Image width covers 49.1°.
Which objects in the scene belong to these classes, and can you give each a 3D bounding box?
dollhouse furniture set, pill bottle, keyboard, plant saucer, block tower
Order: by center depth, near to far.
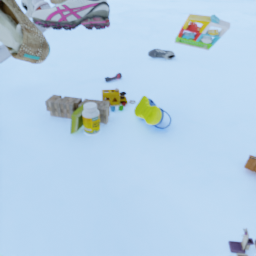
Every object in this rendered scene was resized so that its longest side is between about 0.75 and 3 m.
[{"bbox_3d":[2.218,2.212,4.986,0.617,0.552,0.778,3,32,5],"label":"dollhouse furniture set"},{"bbox_3d":[-1.136,-0.289,8.624,0.528,0.936,0.528,0,32,0],"label":"pill bottle"},{"bbox_3d":[-1.526,-0.260,8.781,0.184,0.767,0.768,20,36,11],"label":"plant saucer"},{"bbox_3d":[-2.791,-3.861,9.398,0.549,0.979,0.549,-31,5,3],"label":"pill bottle"},{"bbox_3d":[-1.662,-0.647,9.525,2.188,0.591,0.633,9,34,14],"label":"block tower"},{"bbox_3d":[-3.574,-3.408,10.165,2.947,0.157,0.829,-35,62,4],"label":"keyboard"}]

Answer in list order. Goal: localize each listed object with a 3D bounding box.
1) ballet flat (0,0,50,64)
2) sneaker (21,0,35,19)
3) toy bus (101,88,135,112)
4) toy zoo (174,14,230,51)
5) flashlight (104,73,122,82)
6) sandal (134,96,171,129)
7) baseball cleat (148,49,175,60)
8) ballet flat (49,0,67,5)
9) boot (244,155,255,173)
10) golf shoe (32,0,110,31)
[{"bbox_3d":[-1.552,-1.360,3.371,1.496,0.528,0.488,44,28,10],"label":"ballet flat"},{"bbox_3d":[-3.468,-4.490,9.745,0.578,1.426,0.536,-15,-2,-19],"label":"sneaker"},{"bbox_3d":[-0.451,-1.155,10.332,1.098,0.601,1.164,22,39,31],"label":"toy bus"},{"bbox_3d":[1.908,-2.493,7.256,1.049,0.164,1.599,11,-8,-3],"label":"toy zoo"},{"bbox_3d":[-0.662,-2.229,12.377,0.804,0.273,0.272,-19,10,-26],"label":"flashlight"},{"bbox_3d":[0.802,-0.460,9.260,0.849,0.775,1.951,25,16,-25],"label":"sandal"},{"bbox_3d":[1.783,-3.869,14.771,1.449,0.505,0.771,-4,32,-5],"label":"baseball cleat"},{"bbox_3d":[-0.957,-2.237,4.400,1.081,0.381,0.353,-2,-8,35],"label":"ballet flat"},{"bbox_3d":[3.352,1.094,6.906,0.948,0.451,1.225,18,24,24],"label":"boot"},{"bbox_3d":[-1.521,-3.104,7.478,2.066,0.951,0.750,-3,11,-4],"label":"golf shoe"}]
